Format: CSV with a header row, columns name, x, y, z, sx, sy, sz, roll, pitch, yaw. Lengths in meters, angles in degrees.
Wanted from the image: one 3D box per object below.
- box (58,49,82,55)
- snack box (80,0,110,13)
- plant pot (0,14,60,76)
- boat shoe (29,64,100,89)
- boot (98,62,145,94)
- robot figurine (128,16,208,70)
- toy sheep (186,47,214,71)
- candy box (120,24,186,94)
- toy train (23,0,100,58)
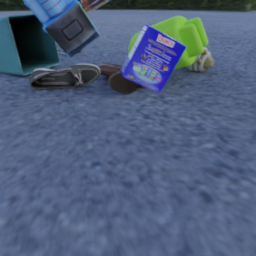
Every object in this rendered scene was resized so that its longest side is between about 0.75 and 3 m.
name,x,y,z,sx,sy,sz,roll,pitch,yaw
box,-3.021,-4.028,14.647,0.744,0.205,1.089,16,31,29
snack box,-0.504,-4.237,8.145,2.215,0.796,0.269,-18,10,28
plant pot,-4.793,-3.400,11.528,2.959,2.092,2.090,5,26,30
boat shoe,-2.110,-1.612,9.318,2.361,0.789,0.673,-4,40,2
boot,-0.537,-1.849,9.699,2.255,0.724,2.102,27,24,37
robot figurine,1.254,-2.841,9.946,2.920,1.689,2.562,-9,33,37
toy sheep,2.683,-2.839,11.266,1.678,1.157,1.157,35,40,26
candy box,0.469,-1.314,5.383,0.872,1.032,0.397,22,22,-22
toy train,-1.812,-2.979,6.288,1.203,2.775,1.585,-37,43,2
